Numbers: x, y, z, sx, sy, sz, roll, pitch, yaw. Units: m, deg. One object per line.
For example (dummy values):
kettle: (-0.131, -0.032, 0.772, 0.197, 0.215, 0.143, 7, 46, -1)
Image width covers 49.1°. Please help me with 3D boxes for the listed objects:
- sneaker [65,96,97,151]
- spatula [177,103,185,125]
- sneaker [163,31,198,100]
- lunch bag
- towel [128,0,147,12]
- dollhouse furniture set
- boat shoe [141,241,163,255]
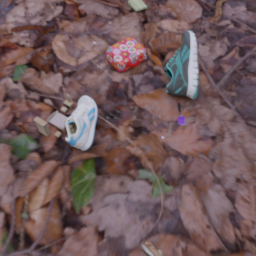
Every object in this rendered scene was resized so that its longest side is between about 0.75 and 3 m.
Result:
sneaker: (-1.480, -0.275, 8.773, 0.729, 0.770, 1.906, -26, 50, 35)
spatula: (1.759, -0.491, 9.483, 0.247, 0.090, 0.876, -2, 57, -2)
sneaker: (1.843, -2.284, 9.914, 1.211, 1.030, 2.655, 0, 69, 11)
lunch bag: (-0.023, -2.753, 10.675, 1.407, 0.576, 1.239, -33, 62, -19)
towel: (0.419, -5.636, 12.826, 0.645, 0.159, 0.870, -23, 60, -13)
dollhouse furniture set: (-2.209, -0.382, 9.087, 0.743, 0.634, 1.433, 30, 61, 18)
boat shoe: (0.727, 3.174, 6.938, 0.883, 0.334, 0.317, 41, 64, 21)
